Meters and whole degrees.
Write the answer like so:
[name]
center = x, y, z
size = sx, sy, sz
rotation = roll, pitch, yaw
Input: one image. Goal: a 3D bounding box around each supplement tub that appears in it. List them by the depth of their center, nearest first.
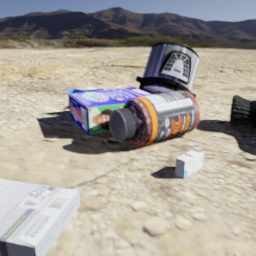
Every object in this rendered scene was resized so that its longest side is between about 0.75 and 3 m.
[supplement tub]
center = 0.799, -0.291, 8.657
size = 2.727, 1.458, 1.458
rotation = -13, 24, -31

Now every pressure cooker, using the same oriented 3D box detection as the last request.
[pressure cooker]
center = 1.762, -2.093, 12.095
size = 2.272, 2.584, 2.308
rotation = 10, -12, 41

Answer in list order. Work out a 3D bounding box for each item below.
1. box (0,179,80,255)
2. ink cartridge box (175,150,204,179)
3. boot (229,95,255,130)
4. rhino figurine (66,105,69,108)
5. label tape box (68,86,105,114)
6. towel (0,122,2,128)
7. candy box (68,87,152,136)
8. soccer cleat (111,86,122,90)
[box]
center = -2.141, 1.559, 5.090
size = 2.044, 0.421, 1.594
rotation = 6, 20, 13
[ink cartridge box]
center = 1.513, 0.864, 6.898
size = 0.817, 0.470, 0.277
rotation = -18, 27, -41
[boot]
center = 4.463, -0.310, 9.025
size = 2.245, 1.130, 3.003
rotation = 12, 12, 13
[rhino figurine]
center = -2.415, -1.017, 12.326
size = 0.390, 0.267, 0.892
rotation = 11, 24, 28
[label tape box]
center = -1.649, -1.083, 11.355
size = 1.459, 1.045, 0.482
rotation = -9, 22, -23
[towel]
center = -4.913, 0.032, 8.083
size = 1.785, 0.320, 1.854
rotation = -12, -11, 28
[candy box]
center = -0.503, -0.702, 10.269
size = 2.812, 1.083, 2.377
rotation = -10, 21, -23
[soccer cleat]
center = -0.773, -1.806, 14.053
size = 1.103, 0.382, 0.428
rotation = -35, 33, -29
